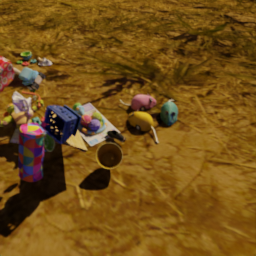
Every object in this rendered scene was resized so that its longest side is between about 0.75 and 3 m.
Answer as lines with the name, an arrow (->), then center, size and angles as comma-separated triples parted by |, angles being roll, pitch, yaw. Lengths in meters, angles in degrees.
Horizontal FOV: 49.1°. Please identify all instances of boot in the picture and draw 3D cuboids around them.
boot -> -0.541, 0.180, 10.090 | 0.871, 0.602, 0.337 | 16, 73, 36

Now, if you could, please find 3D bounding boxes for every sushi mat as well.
sushi mat -> -2.068, 0.022, 9.125 | 1.101, 0.139, 2.300 | 26, 16, -33

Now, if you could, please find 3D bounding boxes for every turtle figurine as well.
turtle figurine -> -3.791, -0.175, 9.783 | 1.937, 0.774, 2.402 | 46, 49, 16

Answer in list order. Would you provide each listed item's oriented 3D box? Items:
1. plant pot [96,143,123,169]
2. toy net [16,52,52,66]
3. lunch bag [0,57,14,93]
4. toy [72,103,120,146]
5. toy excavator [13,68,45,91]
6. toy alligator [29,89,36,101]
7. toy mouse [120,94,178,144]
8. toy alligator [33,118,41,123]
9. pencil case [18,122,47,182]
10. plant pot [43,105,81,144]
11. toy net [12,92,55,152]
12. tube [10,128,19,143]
plant pot -> -0.614, 0.941, 8.945 | 0.837, 0.594, 0.837 | 2, 74, -6
toy net -> -5.077, -3.671, 15.183 | 1.906, 0.368, 1.000 | 14, 41, 16
lunch bag -> -4.151, -1.682, 8.931 | 0.463, 0.995, 1.129 | 26, 62, 5
toy -> -1.498, -0.337, 10.938 | 1.313, 0.538, 2.281 | -26, 45, -27
toy excavator -> -4.036, -2.051, 10.738 | 1.270, 1.306, 0.652 | 2, 61, 49
toy alligator -> -4.124, -1.799, 11.923 | 0.333, 1.385, 0.459 | 16, 31, 5
toy mouse -> 1.072, -0.853, 11.536 | 2.611, 0.569, 2.938 | -29, 47, -31
toy alligator -> -3.645, 0.018, 10.599 | 0.510, 0.370, 1.540 | -1, 38, 1
pencil case -> -2.602, 0.664, 7.643 | 0.727, 1.646, 0.727 | 12, 24, -6
plant pot -> -1.813, -0.150, 7.825 | 0.811, 0.811, 0.729 | 35, 32, 22
toy net -> -2.597, -0.255, 8.025 | 0.376, 1.948, 1.022 | -5, 36, 20
tube -> -3.928, 0.006, 10.299 | 0.369, 0.330, 1.272 | -18, 52, 31
